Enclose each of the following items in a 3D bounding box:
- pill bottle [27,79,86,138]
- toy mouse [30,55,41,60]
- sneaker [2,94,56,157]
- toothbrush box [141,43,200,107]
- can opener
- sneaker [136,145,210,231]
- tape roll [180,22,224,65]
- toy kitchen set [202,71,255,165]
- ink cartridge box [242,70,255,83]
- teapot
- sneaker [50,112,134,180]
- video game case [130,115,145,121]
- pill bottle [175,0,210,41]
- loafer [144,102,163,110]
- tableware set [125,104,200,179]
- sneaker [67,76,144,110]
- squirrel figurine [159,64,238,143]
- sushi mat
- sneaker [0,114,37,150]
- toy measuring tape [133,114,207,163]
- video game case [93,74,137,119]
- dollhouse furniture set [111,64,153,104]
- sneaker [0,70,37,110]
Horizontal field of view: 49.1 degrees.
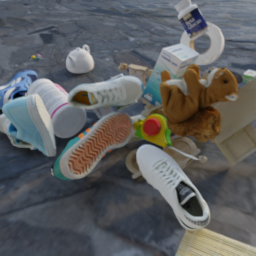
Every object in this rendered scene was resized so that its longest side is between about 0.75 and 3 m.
[{"bbox_3d":[-2.707,-0.800,10.329,1.353,1.353,2.387,-24,47,-31],"label":"pill bottle"},{"bbox_3d":[-5.348,-4.194,16.601,0.716,0.156,0.806,8,35,11],"label":"toy mouse"},{"bbox_3d":[-2.555,0.026,7.364,1.006,2.455,0.907,-9,54,-6],"label":"sneaker"},{"bbox_3d":[1.499,-1.860,10.006,0.852,1.997,1.462,37,38,19],"label":"toothbrush box"},{"bbox_3d":[3.084,-1.582,9.251,0.578,0.725,2.168,-37,22,4],"label":"can opener"},{"bbox_3d":[1.068,1.276,6.733,0.935,0.985,2.448,-37,67,-9],"label":"sneaker"},{"bbox_3d":[2.815,-3.199,10.681,1.588,1.588,0.555,18,18,24],"label":"tape roll"},{"bbox_3d":[3.518,-0.558,9.558,2.301,2.544,2.820,-36,77,6],"label":"toy kitchen set"},{"bbox_3d":[6.101,-2.584,14.093,0.528,0.301,1.016,27,42,33],"label":"ink cartridge box"},{"bbox_3d":[-2.597,-3.710,14.992,1.566,1.159,1.587,-14,36,-20],"label":"teapot"},{"bbox_3d":[-1.038,0.451,8.115,1.188,1.061,2.972,-17,15,45],"label":"sneaker"},{"bbox_3d":[0.647,-0.188,10.697,1.198,0.137,1.090,-16,37,-22],"label":"video game case"},{"bbox_3d":[1.759,-3.029,7.796,0.587,1.057,0.587,-33,8,6],"label":"pill bottle"},{"bbox_3d":[1.479,-1.111,11.507,0.776,0.860,2.273,43,44,7],"label":"loafer"},{"bbox_3d":[0.745,0.362,9.049,2.323,0.323,2.781,-22,55,-12],"label":"tableware set"},{"bbox_3d":[-0.709,-1.014,8.837,2.472,0.946,0.998,-8,19,19],"label":"sneaker"},{"bbox_3d":[1.892,-0.666,7.374,1.894,2.029,1.436,-8,16,11],"label":"squirrel figurine"},{"bbox_3d":[2.450,3.037,5.908,2.863,0.173,1.370,15,36,22],"label":"sushi mat"},{"bbox_3d":[-3.806,0.091,9.650,2.280,0.872,0.921,14,36,23],"label":"sneaker"},{"bbox_3d":[1.257,0.190,8.470,2.586,0.951,0.951,22,40,31],"label":"toy measuring tape"},{"bbox_3d":[-0.683,-1.164,10.622,1.688,1.209,0.152,-22,23,20],"label":"video game case"},{"bbox_3d":[0.124,-2.062,12.439,2.337,1.211,1.035,19,33,25],"label":"dollhouse furniture set"},{"bbox_3d":[-4.636,-1.577,12.065,1.130,1.016,2.747,15,42,13],"label":"sneaker"}]
